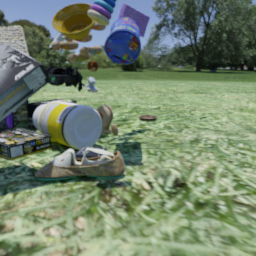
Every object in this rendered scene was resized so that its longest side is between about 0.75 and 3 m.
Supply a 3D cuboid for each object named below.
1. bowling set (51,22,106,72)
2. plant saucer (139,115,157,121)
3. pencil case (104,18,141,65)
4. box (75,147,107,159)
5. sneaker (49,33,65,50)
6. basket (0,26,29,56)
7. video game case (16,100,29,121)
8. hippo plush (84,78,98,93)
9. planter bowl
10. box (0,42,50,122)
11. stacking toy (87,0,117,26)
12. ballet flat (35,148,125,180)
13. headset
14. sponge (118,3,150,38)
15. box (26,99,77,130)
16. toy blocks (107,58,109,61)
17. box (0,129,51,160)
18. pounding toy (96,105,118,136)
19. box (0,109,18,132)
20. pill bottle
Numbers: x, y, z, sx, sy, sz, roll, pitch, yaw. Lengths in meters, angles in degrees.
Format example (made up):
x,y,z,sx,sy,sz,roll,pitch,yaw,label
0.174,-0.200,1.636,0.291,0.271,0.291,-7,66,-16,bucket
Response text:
x,y,z,sx,sy,sz,roll,pitch,yaw,label
-1.711,-2.907,10.573,2.299,1.600,1.234,-20,1,43,bowling set
1.000,-0.489,14.185,0.955,0.164,0.955,0,12,0,plant saucer
-0.146,-2.641,8.467,0.986,1.097,2.527,22,26,-10,pencil case
-1.024,0.834,7.770,0.727,0.415,0.798,2,13,9,box
-3.415,-4.338,13.740,1.299,0.471,0.467,-44,1,-1,sneaker
-5.276,-2.875,11.568,2.187,1.775,2.207,-12,-6,-22,basket
-5.346,-1.013,13.114,1.428,1.999,0.190,-1,52,-4,video game case
-1.697,-2.071,13.338,0.619,0.625,0.777,3,27,-30,hippo plush
-1.544,-3.103,8.474,1.383,1.383,0.576,3,-31,11,planter bowl
-3.209,-0.896,6.437,1.803,0.550,2.277,33,67,33,box
-0.387,-2.830,5.938,0.520,1.218,0.520,27,7,-3,stacking toy
-1.182,0.862,6.962,2.222,0.725,0.783,-2,13,-8,ballet flat
-2.676,-1.974,11.779,1.572,1.196,2.546,9,17,21,headset
0.222,-4.145,10.907,0.223,0.836,1.498,31,18,38,sponge
-3.361,-0.626,12.584,1.360,1.138,1.831,7,16,29,box
-0.347,-2.598,10.053,0.711,0.640,0.761,10,-27,25,toy blocks
-3.756,0.474,9.272,1.923,0.474,1.535,9,17,36,box
-1.328,-0.319,11.236,1.984,1.134,1.138,5,14,23,pounding toy
-6.107,-0.633,11.849,2.380,1.455,1.262,-1,13,-7,box
-2.264,-0.183,9.877,1.461,1.461,2.625,-12,18,-43,pill bottle
